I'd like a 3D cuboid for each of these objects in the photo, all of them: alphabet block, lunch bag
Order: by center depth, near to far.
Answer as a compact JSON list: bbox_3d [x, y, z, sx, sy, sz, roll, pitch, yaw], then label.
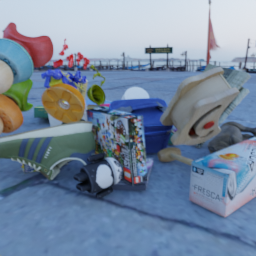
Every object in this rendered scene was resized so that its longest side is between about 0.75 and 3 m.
[{"bbox_3d":[0.425,-0.126,8.585,2.072,1.371,1.408,-6,43,-11],"label":"lunch bag"},{"bbox_3d":[-2.961,-1.792,13.545,1.506,1.514,1.542,8,2,11],"label":"alphabet block"}]

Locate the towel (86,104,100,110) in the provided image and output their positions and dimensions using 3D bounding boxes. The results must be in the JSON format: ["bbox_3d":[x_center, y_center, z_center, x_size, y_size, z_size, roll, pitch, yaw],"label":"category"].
[{"bbox_3d":[-1.858,-0.747,13.520,1.084,0.160,1.479,7,32,26],"label":"towel"}]

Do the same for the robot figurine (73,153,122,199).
[{"bbox_3d":[-0.620,1.016,5.965,1.017,0.764,0.635,-16,47,-29],"label":"robot figurine"}]

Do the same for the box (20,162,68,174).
[{"bbox_3d":[-2.301,0.880,7.713,1.223,0.393,0.429,-9,18,-33],"label":"box"}]

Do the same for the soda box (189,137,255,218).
[{"bbox_3d":[2.562,0.964,6.303,2.748,0.940,0.874,-13,20,-40],"label":"soda box"}]

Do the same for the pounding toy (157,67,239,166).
[{"bbox_3d":[1.935,0.020,7.229,1.629,2.848,1.634,-11,58,-24],"label":"pounding toy"}]

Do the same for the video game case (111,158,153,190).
[{"bbox_3d":[-0.051,1.122,7.134,1.235,0.164,1.728,-1,14,11],"label":"video game case"}]

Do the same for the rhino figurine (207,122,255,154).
[{"bbox_3d":[2.990,0.527,8.209,1.199,0.820,2.741,14,28,28],"label":"rhino figurine"}]

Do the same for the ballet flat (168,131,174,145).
[{"bbox_3d":[1.236,0.212,9.923,0.526,0.568,1.611,-12,21,-42],"label":"ballet flat"}]

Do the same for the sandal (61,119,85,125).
[{"bbox_3d":[-2.016,-0.057,9.931,1.238,0.465,0.296,-13,18,35],"label":"sandal"}]

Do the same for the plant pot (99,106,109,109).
[{"bbox_3d":[-0.573,-0.164,10.256,0.974,1.214,1.214,3,11,-33],"label":"plant pot"}]

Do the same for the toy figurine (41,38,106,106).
[{"bbox_3d":[-2.290,-1.790,10.659,1.745,1.536,2.912,-13,-25,24],"label":"toy figurine"}]

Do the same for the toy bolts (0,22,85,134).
[{"bbox_3d":[-2.504,-0.767,6.742,2.639,2.763,1.916,17,45,3],"label":"toy bolts"}]

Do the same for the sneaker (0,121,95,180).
[{"bbox_3d":[-2.138,0.686,6.798,2.811,1.262,0.943,-11,-2,3],"label":"sneaker"}]

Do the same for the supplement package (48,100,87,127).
[{"bbox_3d":[-2.394,-0.487,11.374,1.031,1.023,1.358,-4,13,20],"label":"supplement package"}]

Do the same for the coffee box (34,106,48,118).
[{"bbox_3d":[-3.627,-0.769,13.036,1.326,0.474,2.156,1,6,-12],"label":"coffee box"}]

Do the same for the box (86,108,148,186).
[{"bbox_3d":[-0.345,0.340,6.828,0.410,1.486,2.175,-12,13,-29],"label":"box"}]

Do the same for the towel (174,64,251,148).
[{"bbox_3d":[2.862,-0.932,10.186,0.506,2.928,2.819,31,10,-19],"label":"towel"}]

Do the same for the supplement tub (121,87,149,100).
[{"bbox_3d":[0.214,-0.754,10.976,1.108,1.529,1.108,4,59,-7],"label":"supplement tub"}]

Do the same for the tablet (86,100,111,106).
[{"bbox_3d":[-1.831,-1.067,14.624,1.670,0.175,2.567,-31,28,-27],"label":"tablet"}]

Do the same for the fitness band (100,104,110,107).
[{"bbox_3d":[-0.728,-0.818,10.611,0.615,0.160,0.856,-1,1,13],"label":"fitness band"}]

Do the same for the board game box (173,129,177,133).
[{"bbox_3d":[2.077,0.143,11.021,0.513,0.138,0.855,11,18,22],"label":"board game box"}]

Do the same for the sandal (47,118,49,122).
[{"bbox_3d":[-3.535,-0.388,12.929,0.374,0.211,0.984,4,4,-11],"label":"sandal"}]
